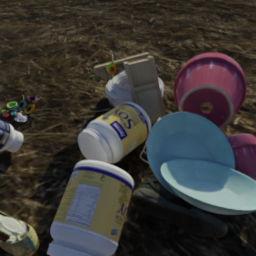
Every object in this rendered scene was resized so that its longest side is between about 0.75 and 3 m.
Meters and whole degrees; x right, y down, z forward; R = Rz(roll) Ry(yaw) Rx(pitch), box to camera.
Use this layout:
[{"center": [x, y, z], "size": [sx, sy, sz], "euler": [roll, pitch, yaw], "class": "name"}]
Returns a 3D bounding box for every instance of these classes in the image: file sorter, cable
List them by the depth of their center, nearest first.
[{"center": [1.195, 0.580, 10.100], "size": [1.040, 0.933, 1.499], "euler": [29, 43, 4], "class": "file sorter"}, {"center": [0.281, -1.761, 13.192], "size": [2.734, 0.946, 2.733], "euler": [-32, 44, -31], "class": "cable"}]

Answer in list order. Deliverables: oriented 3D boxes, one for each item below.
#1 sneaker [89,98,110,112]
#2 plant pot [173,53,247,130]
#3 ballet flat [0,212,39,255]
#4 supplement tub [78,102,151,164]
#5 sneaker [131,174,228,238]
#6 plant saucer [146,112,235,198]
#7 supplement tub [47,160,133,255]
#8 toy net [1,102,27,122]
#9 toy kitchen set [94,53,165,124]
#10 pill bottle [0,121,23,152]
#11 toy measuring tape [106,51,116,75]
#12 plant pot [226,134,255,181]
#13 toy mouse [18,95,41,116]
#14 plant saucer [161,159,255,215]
[{"center": [-1.301, -1.008, 12.406], "size": [1.059, 0.562, 0.396], "euler": [-14, 11, -41], "class": "sneaker"}, {"center": [3.010, -1.164, 10.659], "size": [2.847, 2.847, 2.548], "euler": [11, 30, 14], "class": "plant pot"}, {"center": [-3.595, 2.646, 7.653], "size": [2.664, 0.942, 0.942], "euler": [16, 41, 20], "class": "ballet flat"}, {"center": [-0.466, 0.238, 10.057], "size": [1.682, 1.682, 2.314], "euler": [28, 45, 31], "class": "supplement tub"}, {"center": [1.631, 2.069, 8.235], "size": [2.779, 1.062, 1.592], "euler": [16, 47, 28], "class": "sneaker"}, {"center": [1.799, 0.857, 8.366], "size": [2.771, 0.533, 2.771], "euler": [6, 62, -12], "class": "plant saucer"}, {"center": [-0.927, 2.202, 7.137], "size": [1.704, 1.704, 2.344], "euler": [10, 61, 13], "class": "supplement tub"}, {"center": [-5.028, -0.643, 12.330], "size": [0.792, 0.292, 1.511], "euler": [-29, 45, -32], "class": "toy net"}, {"center": [0.023, -1.694, 12.439], "size": [2.438, 2.696, 2.988], "euler": [-13, 17, 2], "class": "toy kitchen set"}, {"center": [-4.764, 0.216, 9.917], "size": [1.064, 1.916, 1.064], "euler": [-16, 61, 30], "class": "pill bottle"}, {"center": [-0.725, -2.537, 11.146], "size": [0.383, 1.040, 0.383], "euler": [-4, 43, 4], "class": "toy measuring tape"}, {"center": [3.621, 1.228, 9.061], "size": [1.625, 1.625, 1.454], "euler": [-5, 54, -6], "class": "plant pot"}, {"center": [-4.574, -1.115, 12.794], "size": [1.282, 0.248, 1.139], "euler": [-40, 57, -8], "class": "toy mouse"}, {"center": [2.142, 1.573, 7.242], "size": [2.731, 0.526, 2.731], "euler": [8, 15, -2], "class": "plant saucer"}]
